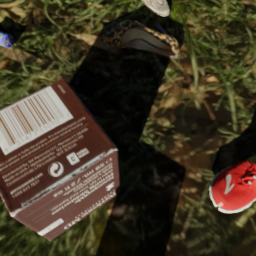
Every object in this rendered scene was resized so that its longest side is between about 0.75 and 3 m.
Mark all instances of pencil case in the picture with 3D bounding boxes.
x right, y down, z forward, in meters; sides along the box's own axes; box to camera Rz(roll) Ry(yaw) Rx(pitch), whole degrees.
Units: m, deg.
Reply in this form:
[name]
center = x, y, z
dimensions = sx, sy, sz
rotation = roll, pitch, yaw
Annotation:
[pencil case]
center = -4.872, -3.388, 10.380
dimensions = 1.256, 0.490, 0.546
rotation = 22, 73, 12

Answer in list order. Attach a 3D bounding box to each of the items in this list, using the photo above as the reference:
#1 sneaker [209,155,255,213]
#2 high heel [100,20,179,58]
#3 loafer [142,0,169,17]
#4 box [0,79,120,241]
[sneaker]
center = 3.377, 1.082, 7.219
dimensions = 2.971, 1.262, 1.144
rotation = -27, 63, -15
[high heel]
center = 0.479, -2.961, 9.836
dimensions = 2.569, 0.917, 1.831
rotation = -15, 53, -19
[loafer]
center = 0.991, -5.363, 11.499
dimensions = 0.721, 0.631, 2.006
rotation = -28, 63, -16
[box]
center = -1.687, 0.834, 6.521
dimensions = 2.247, 2.708, 2.224
rotation = -32, 64, -17
